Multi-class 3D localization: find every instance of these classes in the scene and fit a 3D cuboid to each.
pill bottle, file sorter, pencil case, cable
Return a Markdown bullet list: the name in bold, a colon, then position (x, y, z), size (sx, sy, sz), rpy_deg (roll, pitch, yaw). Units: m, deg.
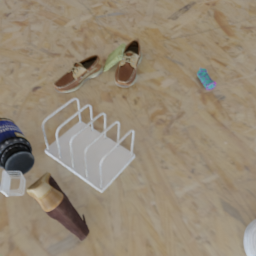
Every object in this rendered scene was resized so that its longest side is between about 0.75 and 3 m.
- **pill bottle**: position (-3.728, 0.597, 8.798), size (1.135, 1.135, 2.030), rpy_deg (-31, 45, -23)
- **file sorter**: position (-1.319, 0.425, 9.365), size (2.636, 1.641, 1.829), rpy_deg (30, 52, 23)
- **pencil case**: position (3.423, -2.149, 12.267), size (0.494, 0.455, 1.069), rpy_deg (-36, 50, 22)
- **cable**: position (3.975, 3.208, 7.719), size (1.451, 0.502, 1.451), rpy_deg (25, 71, 10)
- **file sorter**: position (-3.181, 1.563, 7.801), size (0.499, 0.802, 0.556), rpy_deg (2, 66, -10)

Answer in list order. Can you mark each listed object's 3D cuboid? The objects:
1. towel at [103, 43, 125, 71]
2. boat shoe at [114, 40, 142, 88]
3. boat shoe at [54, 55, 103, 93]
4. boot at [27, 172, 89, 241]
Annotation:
- **towel**: position (-0.620, -3.202, 12.740), size (0.248, 1.360, 1.009), rpy_deg (32, 53, -26)
- **boat shoe**: position (-0.005, -2.947, 12.578), size (1.045, 0.991, 2.761), rpy_deg (8, 51, 6)
- **boat shoe**: position (-2.201, -2.433, 12.217), size (0.956, 0.906, 2.524), rpy_deg (35, 59, 25)
- **boot**: position (-2.046, 2.300, 8.211), size (0.835, 2.308, 1.920), rpy_deg (-41, 100, -15)
